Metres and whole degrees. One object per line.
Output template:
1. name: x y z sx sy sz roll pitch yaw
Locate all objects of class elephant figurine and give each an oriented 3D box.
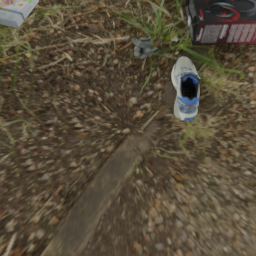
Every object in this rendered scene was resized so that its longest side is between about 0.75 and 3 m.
1. elephant figurine: 0.502 -2.703 9.003 0.689 0.629 0.889 27 43 -17

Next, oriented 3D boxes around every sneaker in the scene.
1. sneaker: 1.725 -1.310 7.962 0.829 0.917 2.152 1 59 0

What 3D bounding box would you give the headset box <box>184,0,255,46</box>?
1. headset box: 3.359 -3.800 9.353 2.590 0.972 1.925 -1 60 -1

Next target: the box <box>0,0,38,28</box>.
1. box: -4.131 -4.310 10.038 1.207 0.319 1.548 16 61 9
